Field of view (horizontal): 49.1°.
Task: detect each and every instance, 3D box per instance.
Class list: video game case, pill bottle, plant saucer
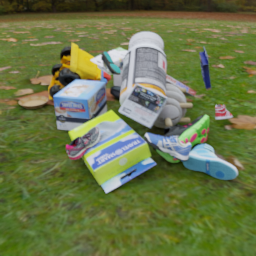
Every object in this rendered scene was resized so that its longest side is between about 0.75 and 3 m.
[{"bbox_3d":[0.461,-0.699,8.659,1.189,0.139,1.081,28,81,24],"label":"video game case"},{"bbox_3d":[0.600,-1.999,10.259,1.634,1.634,2.808,3,64,6],"label":"pill bottle"},{"bbox_3d":[-4.558,-1.204,13.526,1.355,0.240,1.355,0,27,0],"label":"plant saucer"}]

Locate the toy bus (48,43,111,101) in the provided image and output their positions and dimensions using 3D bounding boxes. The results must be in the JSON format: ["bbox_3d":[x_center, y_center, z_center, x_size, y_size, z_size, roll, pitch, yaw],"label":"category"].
[{"bbox_3d":[-2.360,-2.391,13.921,2.684,2.796,1.897,17,50,-31],"label":"toy bus"}]

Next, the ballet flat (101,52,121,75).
[{"bbox_3d":[-0.647,-2.233,10.168,0.417,0.419,1.225,1,49,-42],"label":"ballet flat"}]

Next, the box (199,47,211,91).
[{"bbox_3d":[3.506,-2.700,12.773,0.280,1.729,1.047,-10,43,12],"label":"box"}]

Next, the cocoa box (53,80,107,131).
[{"bbox_3d":[-1.917,-0.987,11.754,1.487,1.463,2.230,7,28,12],"label":"cocoa box"}]

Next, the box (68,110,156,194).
[{"bbox_3d":[-0.637,0.606,9.070,1.820,0.711,2.985,-28,35,-14],"label":"box"}]

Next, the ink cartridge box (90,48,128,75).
[{"bbox_3d":[-0.650,-2.644,11.284,1.537,0.517,0.900,-30,46,-27],"label":"ink cartridge box"}]

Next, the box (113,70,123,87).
[{"bbox_3d":[0.445,-3.060,16.035,1.575,1.234,2.532,13,30,24],"label":"box"}]

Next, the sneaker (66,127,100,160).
[{"bbox_3d":[-1.343,0.400,8.581,0.534,0.495,1.325,11,45,36],"label":"sneaker"}]

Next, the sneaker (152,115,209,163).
[{"bbox_3d":[1.956,0.170,9.923,1.233,1.130,2.944,24,33,36],"label":"sneaker"}]

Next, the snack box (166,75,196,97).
[{"bbox_3d":[1.983,-1.799,12.019,2.090,0.254,0.751,20,-7,-37],"label":"snack box"}]

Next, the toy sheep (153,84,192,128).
[{"bbox_3d":[1.528,-0.858,11.255,1.891,1.891,2.743,-1,31,-1],"label":"toy sheep"}]

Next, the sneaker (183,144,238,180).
[{"bbox_3d":[2.686,0.980,8.836,1.673,0.666,1.092,17,33,28],"label":"sneaker"}]

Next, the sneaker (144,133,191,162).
[{"bbox_3d":[1.204,0.455,8.457,1.467,0.565,0.555,24,19,3],"label":"sneaker"}]

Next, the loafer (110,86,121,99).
[{"bbox_3d":[0.433,-1.855,13.938,2.871,1.008,0.975,11,30,21],"label":"loafer"}]

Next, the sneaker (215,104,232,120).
[{"bbox_3d":[3.433,-0.591,10.045,0.966,0.543,0.344,-9,5,-43],"label":"sneaker"}]
